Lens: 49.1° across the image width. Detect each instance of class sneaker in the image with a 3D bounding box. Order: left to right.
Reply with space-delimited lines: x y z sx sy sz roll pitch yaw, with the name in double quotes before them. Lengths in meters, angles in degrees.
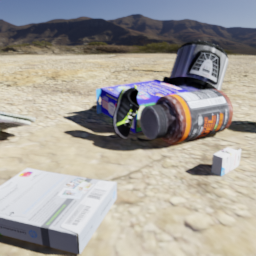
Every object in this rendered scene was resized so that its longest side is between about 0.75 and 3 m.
"sneaker" -0.010 -0.509 8.410 0.693 1.675 0.601 -9 -18 43

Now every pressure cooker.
"pressure cooker" 2.909 -2.032 11.909 2.272 2.584 2.308 10 -13 45

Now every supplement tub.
"supplement tub" 1.732 -0.344 8.468 2.727 1.458 1.458 -11 21 -28

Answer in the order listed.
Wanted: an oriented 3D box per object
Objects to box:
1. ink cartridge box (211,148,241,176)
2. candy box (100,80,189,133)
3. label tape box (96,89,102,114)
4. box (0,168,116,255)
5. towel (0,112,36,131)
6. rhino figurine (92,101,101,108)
"ink cartridge box" 2.329 0.772 6.644 0.817 0.470 0.277 -15 24 -38
"candy box" 0.745 -0.923 10.492 2.812 1.083 2.377 -14 29 -30
"label tape box" -0.560 -1.128 11.383 1.459 1.045 0.482 -14 22 -35
"box" -1.427 1.350 5.013 2.044 0.421 1.594 7 19 16
"towel" -3.986 -0.145 8.302 1.785 0.320 1.854 -11 -11 29
"rhino figurine" -1.273 -1.022 12.322 0.390 0.267 0.892 11 23 31
